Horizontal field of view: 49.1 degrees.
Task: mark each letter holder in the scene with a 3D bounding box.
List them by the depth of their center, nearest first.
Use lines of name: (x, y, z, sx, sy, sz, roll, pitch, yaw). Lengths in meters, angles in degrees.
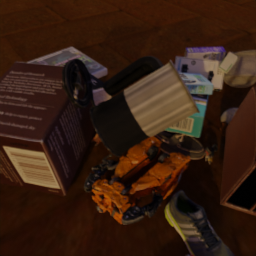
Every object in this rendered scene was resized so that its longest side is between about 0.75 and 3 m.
letter holder: (3.184, 0.484, 6.568, 1.292, 1.825, 2.568, 17, 47, 7)

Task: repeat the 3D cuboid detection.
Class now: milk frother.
milk frother: (0.064, -0.859, 6.635, 2.361, 2.510, 2.265, -30, 73, 12)

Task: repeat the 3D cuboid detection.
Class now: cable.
cable: (2.342, 0.656, 8.008, 0.223, 0.431, 0.887, -23, 10, 32)

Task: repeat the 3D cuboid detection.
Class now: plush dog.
plush dog: (3.511, -0.268, 8.725, 1.266, 1.182, 1.474, 5, 36, 42)

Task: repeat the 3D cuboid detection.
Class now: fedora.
fedora: (4.270, -2.046, 10.401, 1.811, 1.601, 0.818, -1, 63, 38)

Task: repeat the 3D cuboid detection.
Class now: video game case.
video game case: (-2.793, -2.329, 11.450, 2.926, 0.342, 2.660, -30, 50, -29)

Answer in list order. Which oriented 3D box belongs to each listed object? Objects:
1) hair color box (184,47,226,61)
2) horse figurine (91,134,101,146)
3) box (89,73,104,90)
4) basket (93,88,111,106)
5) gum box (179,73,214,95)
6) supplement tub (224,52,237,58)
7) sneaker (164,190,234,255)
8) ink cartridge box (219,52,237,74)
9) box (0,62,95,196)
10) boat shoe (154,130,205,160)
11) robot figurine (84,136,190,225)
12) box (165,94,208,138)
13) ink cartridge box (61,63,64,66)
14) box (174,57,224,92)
hair color box: (3.147, -2.861, 11.656, 1.571, 0.859, 0.509, -2, 42, -1)
horse figurine: (0.173, -0.625, 8.436, 2.784, 0.695, 1.845, -28, 10, 26)
box: (-1.261, -1.426, 9.598, 0.477, 0.899, 0.549, -13, 54, 49)
basket: (-0.997, -0.788, 9.233, 0.842, 0.834, 0.677, -17, 72, -21)
gum box: (1.849, -1.520, 9.420, 1.601, 0.357, 1.360, 1, 26, -6)
supplement tub: (4.796, -2.615, 11.381, 1.646, 0.880, 0.880, 2, 42, 2)
sneaker: (1.502, 2.195, 6.008, 0.736, 0.807, 1.993, -25, 47, -25)
ink cartridge box: (3.439, -2.222, 9.648, 0.332, 0.587, 0.800, 38, 14, 13)
box: (-2.331, -0.038, 7.302, 2.157, 2.179, 2.626, 7, 47, 13)
boat shoe: (1.077, 0.135, 8.349, 2.582, 0.736, 0.863, 25, 42, 25)
robot figurine: (0.258, 1.288, 7.052, 1.959, 0.786, 2.702, 32, 50, 31)
box: (1.864, -0.612, 8.738, 1.093, 0.653, 2.656, 13, 26, 13)
ink cartridge box: (-2.021, -1.696, 10.112, 1.241, 0.714, 0.421, 33, 59, 2)
box: (2.622, -2.026, 10.514, 1.832, 1.068, 0.551, 10, 0, 9)
